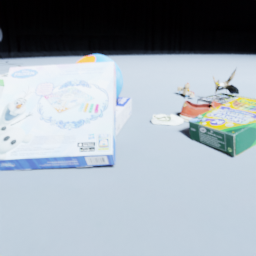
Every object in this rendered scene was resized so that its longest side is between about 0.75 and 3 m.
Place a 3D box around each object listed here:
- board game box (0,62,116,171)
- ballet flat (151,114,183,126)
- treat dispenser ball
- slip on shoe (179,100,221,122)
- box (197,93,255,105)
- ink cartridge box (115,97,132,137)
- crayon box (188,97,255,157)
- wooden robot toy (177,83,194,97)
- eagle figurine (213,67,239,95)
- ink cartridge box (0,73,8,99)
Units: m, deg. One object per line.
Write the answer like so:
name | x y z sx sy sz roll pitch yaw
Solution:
board game box | -1.692 -0.375 6.742 2.791 0.605 2.778 -3 56 2
ballet flat | 1.307 -0.290 9.307 1.086 0.377 0.377 0 19 4
treat dispenser ball | -0.981 -1.405 8.638 1.658 1.658 1.658 0 19 0
slip on shoe | 2.960 -0.509 9.417 2.431 0.744 0.900 8 19 20
box | 4.054 -0.822 10.700 1.792 0.495 2.236 -16 25 -39
ink cartridge box | -0.842 -0.391 9.186 1.409 0.663 2.997 5 19 11
crayon box | 3.195 -0.195 7.838 2.555 0.659 1.606 -22 24 -25
wooden robot toy | 2.782 -1.844 13.124 0.561 0.578 1.274 -3 23 -18
eagle figurine | 4.006 -1.767 11.260 1.247 0.946 0.941 -16 28 54
ink cartridge box | -4.237 -1.441 11.214 2.065 1.192 2.827 7 20 3
